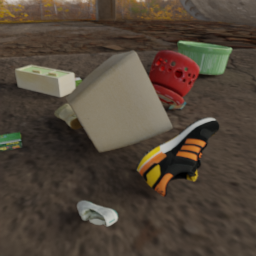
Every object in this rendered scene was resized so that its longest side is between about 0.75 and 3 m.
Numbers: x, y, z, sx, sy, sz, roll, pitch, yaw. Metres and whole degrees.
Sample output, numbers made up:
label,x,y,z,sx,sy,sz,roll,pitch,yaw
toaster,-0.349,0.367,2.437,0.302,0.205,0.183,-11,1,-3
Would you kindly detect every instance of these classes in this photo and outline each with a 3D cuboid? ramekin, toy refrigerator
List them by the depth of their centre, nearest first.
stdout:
label,x,y,z,sx,sy,sz,roll,pitch,yaw
toy refrigerator,-4.054,-2.361,13.641,2.901,1.015,1.101,16,30,28
ramekin,4.224,-4.000,16.045,2.992,1.462,2.992,6,21,-2

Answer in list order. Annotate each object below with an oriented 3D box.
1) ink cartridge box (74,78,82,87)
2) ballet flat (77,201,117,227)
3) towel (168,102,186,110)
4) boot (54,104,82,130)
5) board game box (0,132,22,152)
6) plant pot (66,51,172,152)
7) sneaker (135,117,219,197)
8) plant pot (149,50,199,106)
label,x,y,z,sx,sy,sz,roll,pitch,yaw
ink cartridge box,-2.831,-2.414,14.523,0.627,0.322,0.849,-13,30,-24
ballet flat,-0.748,1.797,5.842,1.142,0.396,0.396,2,23,37
towel,2.037,-0.906,11.658,0.580,0.086,0.790,-1,23,28
boot,-1.785,-0.577,10.559,1.651,0.601,1.283,-28,40,-35
board game box,-4.239,0.518,8.853,1.628,0.191,0.853,-10,26,-19
plant pot,-0.504,-0.654,8.452,2.147,2.422,2.425,-31,18,-8
sneaker,1.509,0.750,7.125,2.595,0.907,1.167,-29,66,-20
plant pot,1.676,-1.924,11.284,1.878,1.710,1.878,25,-1,1
